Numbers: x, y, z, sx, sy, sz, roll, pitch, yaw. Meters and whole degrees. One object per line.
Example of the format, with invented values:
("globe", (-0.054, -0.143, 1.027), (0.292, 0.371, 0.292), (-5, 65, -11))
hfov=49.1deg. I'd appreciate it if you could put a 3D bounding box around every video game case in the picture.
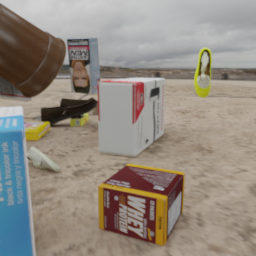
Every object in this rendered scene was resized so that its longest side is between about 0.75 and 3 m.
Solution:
("video game case", (-4.493, -2.413, 9.735), (0.261, 2.993, 2.140), (-18, -6, 20))

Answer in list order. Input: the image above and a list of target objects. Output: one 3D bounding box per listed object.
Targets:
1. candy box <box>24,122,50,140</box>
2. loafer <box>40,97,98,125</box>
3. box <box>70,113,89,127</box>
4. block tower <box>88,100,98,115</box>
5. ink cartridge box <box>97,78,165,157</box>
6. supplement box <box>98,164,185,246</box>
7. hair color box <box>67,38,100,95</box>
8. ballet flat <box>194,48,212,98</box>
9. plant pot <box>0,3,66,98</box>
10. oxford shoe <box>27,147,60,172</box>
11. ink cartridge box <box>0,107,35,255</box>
("candy box", (-4.519, 0.096, 10.228), (2.956, 0.390, 1.511), (0, 16, 0))
("loafer", (-2.535, -0.861, 11.849), (2.542, 0.907, 0.928), (-21, 13, -12))
("box", (-2.118, -0.368, 12.342), (0.512, 0.341, 1.361), (0, 12, 5))
("block tower", (-0.883, -1.189, 15.074), (2.612, 0.755, 0.705), (-9, 15, -30))
("ink cartridge box", (0.231, -0.511, 9.026), (1.212, 2.088, 2.894), (5, 14, 22))
("supplement box", (0.253, 1.190, 4.659), (1.106, 0.745, 1.122), (6, 14, 24))
("hair color box", (-1.716, -2.413, 10.953), (1.032, 2.084, 0.632), (7, 21, 26))
("ballet flat", (2.307, -1.691, 8.567), (0.512, 1.534, 0.514), (4, 4, 9))
("plant pot", (-3.612, -2.492, 8.803), (2.331, 2.331, 2.308), (12, -14, 43))
("oxford shoe", (-2.162, 0.860, 7.045), (1.276, 0.480, 0.368), (21, 65, 39))
("ink cartridge box", (-2.545, 0.879, 3.209), (2.690, 1.964, 1.974), (-5, 13, -21))
